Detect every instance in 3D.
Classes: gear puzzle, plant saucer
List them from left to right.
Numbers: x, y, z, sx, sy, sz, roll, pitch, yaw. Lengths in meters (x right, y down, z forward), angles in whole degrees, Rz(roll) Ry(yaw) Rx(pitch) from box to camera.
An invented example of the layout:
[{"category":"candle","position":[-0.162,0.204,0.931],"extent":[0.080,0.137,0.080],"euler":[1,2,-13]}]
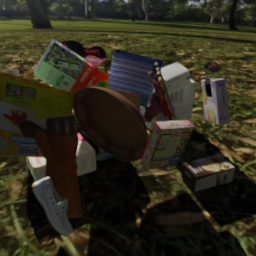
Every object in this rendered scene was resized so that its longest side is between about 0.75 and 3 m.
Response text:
[{"category":"plant saucer","position":[-0.500,-0.159,8.718],"extent":[2.867,2.867,0.494],"euler":[18,50,30]},{"category":"gear puzzle","position":[1.183,-0.447,8.427],"extent":[0.379,2.895,1.499],"euler":[-18,32,11]}]

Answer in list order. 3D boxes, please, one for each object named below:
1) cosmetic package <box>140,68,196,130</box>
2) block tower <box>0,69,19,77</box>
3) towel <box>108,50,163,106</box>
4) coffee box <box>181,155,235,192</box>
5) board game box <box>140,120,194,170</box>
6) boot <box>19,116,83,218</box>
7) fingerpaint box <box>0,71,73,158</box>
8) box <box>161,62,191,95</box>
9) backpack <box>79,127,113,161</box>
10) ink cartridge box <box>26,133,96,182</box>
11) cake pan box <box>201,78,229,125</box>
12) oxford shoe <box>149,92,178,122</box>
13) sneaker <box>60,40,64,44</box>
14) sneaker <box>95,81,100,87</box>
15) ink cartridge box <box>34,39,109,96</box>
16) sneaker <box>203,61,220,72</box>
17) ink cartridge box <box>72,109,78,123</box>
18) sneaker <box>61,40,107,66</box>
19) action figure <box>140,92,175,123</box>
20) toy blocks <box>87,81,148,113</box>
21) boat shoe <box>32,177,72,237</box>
[{"category":"cosmetic package","position":[1.832,-1.718,15.423],"extent":[2.468,2.453,2.949],"euler":[-8,30,-15]},{"category":"block tower","position":[-4.777,-1.632,9.989],"extent":[0.794,0.850,2.941],"euler":[-4,12,3]},{"category":"towel","position":[0.193,-2.053,12.051],"extent":[2.044,2.823,0.337],"euler":[14,57,-2]},{"category":"coffee box","position":[3.044,1.715,10.779],"extent":[1.730,0.690,0.990],"euler":[-11,30,-20]},{"category":"board game box","position":[0.730,0.332,5.313],"extent":[0.763,1.007,0.233],"euler":[-3,39,-28]},{"category":"boot","position":[-2.028,0.987,7.337],"extent":[2.354,2.500,0.856],"euler":[-2,3,36]},{"category":"fingerpaint box","position":[-3.187,-0.245,8.966],"extent":[1.043,2.373,2.844],"euler":[-1,-6,34]},{"category":"box","position":[1.925,-2.133,12.002],"extent":[1.112,0.731,1.118],"euler":[-24,37,-5]},{"category":"backpack","position":[-1.004,0.522,12.344],"extent":[1.798,1.321,1.645],"euler":[-18,27,-25]},{"category":"ink cartridge box","position":[-2.747,1.248,11.309],"extent":[2.404,1.014,1.740],"euler":[-15,31,-27]},{"category":"cake pan box","position":[3.411,-1.097,11.063],"extent":[0.470,1.799,1.657],"euler":[-9,11,-4]},{"category":"oxford shoe","position":[1.525,-0.484,11.151],"extent":[1.066,0.819,2.836],"euler":[9,46,-21]},{"category":"sneaker","position":[-3.200,-3.817,13.511],"extent":[0.371,0.955,0.412],"euler":[40,58,1]},{"category":"sneaker","position":[-1.800,-2.342,15.076],"extent":[0.891,0.366,0.313],"euler":[-8,6,28]},{"category":"ink cartridge box","position":[-2.047,-1.987,10.598],"extent":[2.580,1.406,0.650],"euler":[29,16,-29]},{"category":"sneaker","position":[2.723,-1.967,9.169],"extent":[0.302,0.314,0.801],"euler":[-35,21,2]},{"category":"ink cartridge box","position":[-3.673,-0.752,15.441],"extent":[1.939,0.728,1.597],"euler":[24,37,37]},{"category":"sneaker","position":[-2.291,-3.405,13.598],"extent":[2.626,1.139,0.968],"euler":[-1,65,-43]},{"category":"action figure","position":[0.911,-0.605,10.291],"extent":[1.095,1.470,0.985],"euler":[25,47,-11]},{"category":"toy blocks","position":[-0.381,-0.882,10.796],"extent":[1.997,1.460,2.921],"euler":[4,-2,-43]},{"category":"boat shoe","position":[-1.346,1.502,5.336],"extent":[0.423,1.220,0.432],"euler":[-29,9,-2]}]
